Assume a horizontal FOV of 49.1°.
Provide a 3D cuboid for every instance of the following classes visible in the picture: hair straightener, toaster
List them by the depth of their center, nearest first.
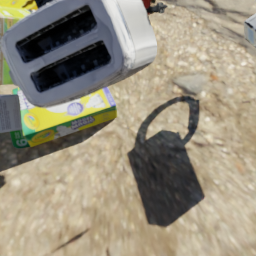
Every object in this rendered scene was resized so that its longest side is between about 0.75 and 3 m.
[{"bbox_3d":[-0.728,-1.424,4.988,2.901,1.648,1.873,-16,15,21],"label":"toaster"},{"bbox_3d":[0.393,-3.110,5.654,0.383,1.874,0.721,24,82,12],"label":"hair straightener"}]

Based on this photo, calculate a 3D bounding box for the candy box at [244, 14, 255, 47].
[{"bbox_3d":[3.983,-2.296,6.661,1.531,0.653,1.825,-34,56,6],"label":"candy box"}]

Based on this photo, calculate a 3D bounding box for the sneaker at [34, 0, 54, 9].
[{"bbox_3d":[-2.219,-3.327,6.916,0.903,1.716,2.375,-27,64,11],"label":"sneaker"}]

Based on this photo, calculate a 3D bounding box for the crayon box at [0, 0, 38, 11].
[{"bbox_3d":[-4.386,-4.697,10.298,2.742,0.696,1.741,30,63,18],"label":"crayon box"}]

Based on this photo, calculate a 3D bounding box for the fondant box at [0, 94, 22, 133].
[{"bbox_3d":[-3.470,-0.154,4.872,1.802,0.728,2.498,2,9,38],"label":"fondant box"}]

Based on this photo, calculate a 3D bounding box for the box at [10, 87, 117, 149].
[{"bbox_3d":[-1.951,-0.623,7.808,2.892,0.699,1.697,-21,60,-11],"label":"box"}]

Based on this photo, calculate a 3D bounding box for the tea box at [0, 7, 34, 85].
[{"bbox_3d":[-2.423,-1.854,6.376,1.449,1.473,0.984,-10,37,-37],"label":"tea box"}]
